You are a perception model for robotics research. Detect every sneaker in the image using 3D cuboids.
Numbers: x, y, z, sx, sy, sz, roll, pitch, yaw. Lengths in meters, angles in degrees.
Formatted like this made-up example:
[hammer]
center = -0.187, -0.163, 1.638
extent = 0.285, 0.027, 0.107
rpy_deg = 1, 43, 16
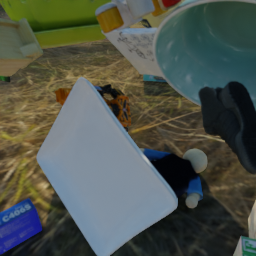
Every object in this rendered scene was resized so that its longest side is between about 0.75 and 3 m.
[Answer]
[sneaker]
center = 1.130, -0.021, 3.142
extent = 0.368, 0.640, 1.226
rpy_deg = 0, 66, -18

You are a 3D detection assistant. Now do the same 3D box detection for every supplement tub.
[supplement tub]
center = 0.982, -4.236, 8.519
extent = 2.080, 2.869, 2.080
rpy_deg = -20, 50, 26

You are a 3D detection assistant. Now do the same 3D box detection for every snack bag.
[snack bag]
center = 0.416, -1.555, 6.059
extent = 1.855, 1.749, 0.199
rpy_deg = 21, 79, 44

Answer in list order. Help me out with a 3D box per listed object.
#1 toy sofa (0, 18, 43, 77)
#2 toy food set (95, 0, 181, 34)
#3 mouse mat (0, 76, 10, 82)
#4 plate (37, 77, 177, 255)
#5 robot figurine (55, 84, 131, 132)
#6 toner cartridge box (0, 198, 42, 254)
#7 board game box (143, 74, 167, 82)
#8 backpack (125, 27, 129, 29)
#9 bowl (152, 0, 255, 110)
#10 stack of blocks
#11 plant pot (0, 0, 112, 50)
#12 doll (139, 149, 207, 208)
[toy sofa]
center = -2.724, -1.559, 5.268
extent = 1.042, 0.884, 2.135
rpy_deg = -26, 4, 22
[toy food set]
center = 0.163, -1.874, 3.754
extent = 0.803, 0.757, 1.681
rpy_deg = -10, 20, 42
[mouse mat]
center = -3.565, -1.693, 7.536
extent = 0.754, 0.938, 0.035
rpy_deg = 13, 41, 24
[plate]
center = -0.335, 0.501, 3.108
extent = 0.252, 1.558, 1.555
rpy_deg = -21, 67, -48
[robot figurine]
center = -0.536, -0.290, 5.110
extent = 1.543, 1.118, 0.449
rpy_deg = -2, -6, -39
[toner cartridge box]
center = -2.218, 1.822, 4.744
extent = 1.393, 0.662, 0.301
rpy_deg = -25, 42, -30
[board game box]
center = 1.287, -2.052, 10.273
extent = 1.353, 0.317, 1.021
rpy_deg = 5, 37, 7
[backpack]
center = -0.714, -3.695, 9.331
extent = 1.520, 1.391, 1.117
rpy_deg = 37, 49, 27
[bowl]
center = 1.841, -1.412, 4.526
extent = 2.582, 2.582, 1.350
rpy_deg = 18, 67, 23
[stack of blocks]
center = 2.303, 2.129, 4.378
extent = 1.160, 0.590, 2.015
rpy_deg = 10, 38, 13
[plant pot]
center = -1.898, -3.418, 7.215
extent = 2.615, 2.373, 2.602
rpy_deg = -20, 30, -32
[doll]
center = 0.576, 1.059, 5.755
extent = 2.761, 0.669, 1.884
rpy_deg = -22, 45, -27
